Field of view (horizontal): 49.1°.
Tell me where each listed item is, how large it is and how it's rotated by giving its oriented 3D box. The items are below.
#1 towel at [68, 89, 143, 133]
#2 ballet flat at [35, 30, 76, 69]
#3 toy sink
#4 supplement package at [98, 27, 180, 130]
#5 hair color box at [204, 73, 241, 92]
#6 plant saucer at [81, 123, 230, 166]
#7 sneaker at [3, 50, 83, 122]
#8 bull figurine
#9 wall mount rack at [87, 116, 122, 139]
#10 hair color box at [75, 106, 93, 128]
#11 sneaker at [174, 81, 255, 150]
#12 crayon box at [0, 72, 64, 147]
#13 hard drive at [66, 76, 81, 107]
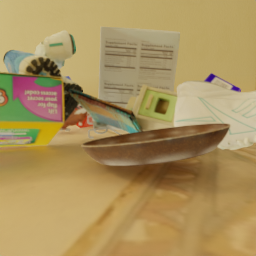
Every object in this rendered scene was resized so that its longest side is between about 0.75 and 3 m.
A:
[{"bbox_3d":[-0.384,-0.244,5.934,1.354,0.200,1.846,20,-9,14],"label":"towel"},{"bbox_3d":[-1.655,-1.628,5.963,0.706,0.706,2.034,-3,6,-22],"label":"ballet flat"},{"bbox_3d":[0.540,-0.415,6.663,1.384,0.902,0.775,15,-24,14],"label":"toy sink"},{"bbox_3d":[0.226,-1.483,8.210,2.014,2.673,2.029,4,19,-1],"label":"supplement package"},{"bbox_3d":[2.483,-0.684,7.794,0.888,0.526,1.625,37,-17,25],"label":"hair color box"},{"bbox_3d":[0.398,0.234,4.139,2.142,0.344,2.142,-7,2,0],"label":"plant saucer"},{"bbox_3d":[-1.776,-0.942,6.060,1.063,0.927,2.364,31,-14,21],"label":"sneaker"},{"bbox_3d":[-1.495,-0.266,7.938,1.203,0.392,0.730,-19,-19,-18],"label":"bull figurine"},{"bbox_3d":[-0.574,-0.061,7.158,0.911,0.391,1.048,-4,37,-8],"label":"wall mount rack"},{"bbox_3d":[-1.272,-0.514,9.586,0.892,0.538,1.757,34,22,22],"label":"hair color box"},{"bbox_3d":[2.175,-0.106,4.972,2.904,1.164,1.021,9,-9,33],"label":"sneaker"},{"bbox_3d":[-2.602,-0.203,4.581,2.730,0.796,2.356,0,-12,-22],"label":"crayon box"},{"bbox_3d":[-2.967,-0.743,8.186,2.924,0.371,1.929,-18,31,-12],"label":"hard drive"}]
